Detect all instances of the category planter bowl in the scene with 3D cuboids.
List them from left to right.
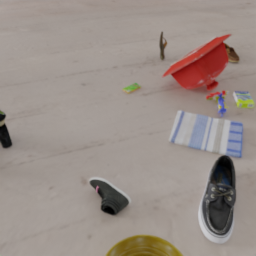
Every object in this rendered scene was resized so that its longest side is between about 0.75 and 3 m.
[{"bbox_3d":[0.368,3.571,6.303,2.080,0.866,2.080,0,40,0],"label":"planter bowl"}]

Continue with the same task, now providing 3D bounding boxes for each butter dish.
[{"bbox_3d":[3.552,-2.731,13.257,2.803,2.072,2.795,-39,11,-30],"label":"butter dish"}]

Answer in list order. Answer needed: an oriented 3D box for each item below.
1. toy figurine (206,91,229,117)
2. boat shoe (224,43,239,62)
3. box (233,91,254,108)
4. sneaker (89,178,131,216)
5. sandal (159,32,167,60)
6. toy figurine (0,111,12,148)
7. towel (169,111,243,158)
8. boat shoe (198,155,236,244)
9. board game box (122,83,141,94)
[{"bbox_3d":[3.877,-0.941,12.077,0.883,1.003,1.674,-8,-6,11],"label":"toy figurine"},{"bbox_3d":[5.844,-4.358,16.222,0.645,0.605,1.791,-10,40,-12],"label":"boat shoe"},{"bbox_3d":[5.252,-1.336,12.795,0.690,0.270,1.131,3,40,2],"label":"box"},{"bbox_3d":[-0.727,2.053,8.416,1.499,0.530,0.743,26,41,23],"label":"sneaker"},{"bbox_3d":[2.041,-4.688,16.019,0.441,0.660,1.614,-4,82,-2],"label":"sandal"},{"bbox_3d":[-5.446,0.316,9.760,2.207,1.535,2.172,12,41,13],"label":"toy figurine"},{"bbox_3d":[3.070,0.161,10.919,2.703,0.322,1.985,13,42,15],"label":"towel"},{"bbox_3d":[2.751,1.917,8.260,0.997,0.944,2.850,14,41,17],"label":"boat shoe"},{"bbox_3d":[0.193,-1.935,13.640,0.897,0.134,0.428,-31,49,-29],"label":"board game box"}]
